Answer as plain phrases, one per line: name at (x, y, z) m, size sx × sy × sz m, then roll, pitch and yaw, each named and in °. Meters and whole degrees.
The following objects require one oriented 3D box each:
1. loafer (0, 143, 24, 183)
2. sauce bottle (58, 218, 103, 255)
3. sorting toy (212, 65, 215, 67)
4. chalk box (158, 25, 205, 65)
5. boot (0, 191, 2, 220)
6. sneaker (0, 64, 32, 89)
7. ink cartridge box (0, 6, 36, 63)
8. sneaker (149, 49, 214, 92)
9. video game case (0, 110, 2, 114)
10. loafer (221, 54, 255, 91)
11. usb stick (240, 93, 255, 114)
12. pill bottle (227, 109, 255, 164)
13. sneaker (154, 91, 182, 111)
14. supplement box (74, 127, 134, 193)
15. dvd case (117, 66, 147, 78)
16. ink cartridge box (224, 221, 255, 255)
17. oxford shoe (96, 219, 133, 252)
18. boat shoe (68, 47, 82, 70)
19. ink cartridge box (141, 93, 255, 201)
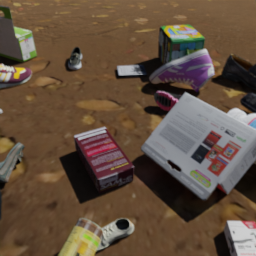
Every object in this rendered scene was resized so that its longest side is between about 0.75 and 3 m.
loafer at (-3.406, 1.050, 8.242) m, size 0.467 × 0.533 × 1.485 m, roll 27°, pitch 38°, yaw -5°
sauce bottle at (-1.189, 2.839, 5.467) m, size 0.667 × 0.667 × 2.061 m, roll 15°, pitch 55°, yaw 19°
sorting toy at (3.849, -2.890, 13.655) m, size 0.452 × 0.159 × 0.938 m, roll 28°, pitch 46°, yaw 32°
chalk box at (2.598, -3.730, 13.543) m, size 1.656 × 1.667 × 2.671 m, roll -7°, pitch 39°, yaw -8°
boot at (-3.649, 1.966, 7.028) m, size 0.846 × 0.384 × 1.006 m, roll -8°, pitch 44°, yaw -16°
sneaker at (-5.494, -2.399, 12.186) m, size 2.521 × 1.136 × 0.945 m, roll -22°, pitch 42°, yaw -27°
ink cartridge box at (-5.953, -4.932, 14.239) m, size 1.997 × 2.702 × 1.023 m, roll 20°, pitch 42°, yaw 25°
sneaker at (2.296, -2.117, 11.961) m, size 2.695 × 1.536 × 0.977 m, roll -20°, pitch -4°, yaw 20°
video game case at (-5.730, -0.548, 10.550) m, size 1.411 × 0.165 × 1.282 m, roll 22°, pitch 43°, yaw 26°
loafer at (5.488, -2.357, 12.216) m, size 2.860 × 1.034 × 1.041 m, roll 27°, pitch 44°, yaw 30°
usb stick at (5.106, -0.447, 10.006) m, size 0.673 × 0.396 × 2.426 m, roll -35°, pitch 52°, yaw -9°
pill bottle at (3.973, 0.410, 8.317) m, size 1.316 × 1.316 × 2.421 m, roll -24°, pitch 45°, yaw -28°
sneaker at (1.893, -1.036, 10.870) m, size 1.791 × 0.708 × 0.854 m, roll 21°, pitch 35°, yaw 14°
supplement box at (-0.760, 0.875, 8.284) m, size 1.096 × 0.613 × 2.014 m, roll -16°, pitch 40°, yaw -21°
dvd case at (0.158, -2.702, 13.402) m, size 1.329 × 0.164 × 0.999 m, roll -4°, pitch 38°, yaw -5°
ink cartridge box at (2.602, 2.575, 6.228) m, size 0.673 × 0.380 × 0.916 m, roll 1°, pitch 37°, yaw 0°
oxford shoe at (-0.457, 2.429, 6.444) m, size 1.260 × 0.364 × 0.474 m, roll -18°, pitch 42°, yaw -19°
boat shoe at (-2.699, -3.542, 14.211) m, size 0.636 × 0.524 × 1.853 m, roll -2°, pitch 37°, yaw -3°
ink cartridge box at (2.012, 0.575, 7.975) m, size 2.245 × 1.072 × 2.557 m, roll -50°, pitch 50°, yaw -2°
